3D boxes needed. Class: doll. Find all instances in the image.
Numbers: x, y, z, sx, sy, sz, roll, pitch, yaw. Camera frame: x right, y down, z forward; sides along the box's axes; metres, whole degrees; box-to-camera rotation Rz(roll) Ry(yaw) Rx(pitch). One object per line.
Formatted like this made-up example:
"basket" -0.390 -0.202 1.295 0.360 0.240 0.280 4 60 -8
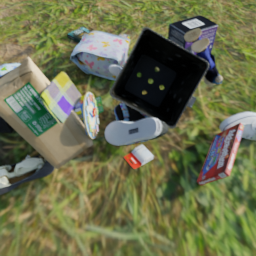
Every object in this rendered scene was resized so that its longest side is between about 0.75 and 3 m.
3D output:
"doll" 2.841 -2.428 10.287 0.674 2.780 1.897 -31 55 13

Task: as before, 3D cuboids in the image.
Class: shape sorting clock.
"shape sorting clock" -1.112 -0.373 8.557 0.281 1.431 1.431 -8 44 10

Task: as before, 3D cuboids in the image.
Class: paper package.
"paper package" -2.781 -0.526 9.101 1.530 2.958 2.820 -38 30 -4

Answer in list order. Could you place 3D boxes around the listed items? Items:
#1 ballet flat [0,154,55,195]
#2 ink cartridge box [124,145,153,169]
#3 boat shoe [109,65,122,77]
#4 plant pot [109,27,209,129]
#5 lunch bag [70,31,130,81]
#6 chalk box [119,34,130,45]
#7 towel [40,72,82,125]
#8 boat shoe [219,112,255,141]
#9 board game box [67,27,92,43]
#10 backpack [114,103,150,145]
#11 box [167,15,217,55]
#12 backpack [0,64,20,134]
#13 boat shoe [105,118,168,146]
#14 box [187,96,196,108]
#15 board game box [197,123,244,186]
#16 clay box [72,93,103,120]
"ballet flat" -3.748 1.489 9.240 2.632 0.962 0.962 -19 48 -18
"ink cartridge box" 0.380 1.042 10.224 0.866 0.205 0.693 -25 50 -25
"boat shoe" -0.269 -2.316 11.425 1.161 0.416 0.394 12 31 -22
"plant pot" 0.942 -1.730 10.200 2.503 2.497 2.220 28 5 -7
"lunch bag" -1.380 -3.677 14.024 2.459 1.563 2.085 17 48 2
"chalk box" -0.273 -4.964 15.966 0.586 0.583 0.941 23 49 23
"towel" -1.851 -0.876 7.882 0.161 1.019 1.418 -15 31 29
"boat shoe" 4.949 0.011 10.664 2.788 1.025 0.931 -7 44 -8
"board game box" -2.541 -5.391 16.611 1.862 0.262 1.259 33 53 29
"backpack" 0.180 -0.289 10.940 1.441 1.062 1.578 -14 48 -13
"box" 2.911 -3.764 13.377 1.866 2.521 1.315 -24 50 -21
"backpack" -4.910 -1.512 11.395 2.253 2.391 2.930 4 37 23
"boat shoe" 0.195 0.141 8.215 2.159 0.741 0.611 -7 -11 44
"box" 2.327 -1.300 11.987 0.811 0.511 0.825 38 17 35
"board game box" 3.217 0.873 9.678 0.236 1.247 2.422 43 50 -9
"clay box" -1.937 -0.820 11.551 1.743 0.415 1.002 -19 50 4
